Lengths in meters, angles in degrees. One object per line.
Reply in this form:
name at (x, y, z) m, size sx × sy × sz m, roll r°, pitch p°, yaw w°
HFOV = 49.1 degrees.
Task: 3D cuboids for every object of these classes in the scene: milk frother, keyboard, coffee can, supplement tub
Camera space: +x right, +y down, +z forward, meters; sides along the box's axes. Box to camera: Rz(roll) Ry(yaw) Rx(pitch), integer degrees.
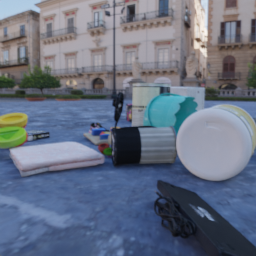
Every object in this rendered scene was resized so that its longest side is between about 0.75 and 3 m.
milk frother at (0.432, 0.030, 8.446) m, size 1.862 × 1.979 × 1.786 m, roll -2°, pitch 42°, yaw -9°
keyboard at (1.024, 1.570, 4.608) m, size 1.406 × 0.535 × 2.702 m, roll 22°, pitch 3°, yaw -12°
coffee can at (1.000, -0.765, 12.378) m, size 1.687 × 2.305 × 1.687 m, roll 1°, pitch 6°, yaw 0°
supplement tub at (2.598, 0.287, 7.879) m, size 1.841 × 1.841 × 2.549 m, roll 5°, pitch 10°, yaw 29°

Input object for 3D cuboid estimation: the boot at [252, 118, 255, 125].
boot at (6.166, -0.114, 14.741) m, size 2.506 × 0.909 × 2.278 m, roll 5°, pitch 10°, yaw -19°

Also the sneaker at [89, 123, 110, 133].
sneaker at (-1.478, 0.042, 13.976) m, size 1.390 × 0.600 × 0.558 m, roll 7°, pitch 12°, yaw 38°

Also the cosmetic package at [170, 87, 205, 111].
cosmetic package at (3.925, -1.808, 20.586) m, size 2.353 × 2.367 × 2.829 m, roll 7°, pitch 10°, yaw 38°

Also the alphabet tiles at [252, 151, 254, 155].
alphabet tiles at (3.598, 0.817, 9.923) m, size 1.430 × 0.107 × 1.462 m, roll -16°, pitch 18°, yaw -40°

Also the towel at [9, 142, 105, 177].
towel at (-2.309, 0.891, 8.803) m, size 2.425 × 0.409 × 2.539 m, roll -5°, pitch 10°, yaw -28°

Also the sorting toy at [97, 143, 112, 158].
sorting toy at (-0.684, 0.831, 9.680) m, size 0.529 × 0.361 × 0.880 m, roll -21°, pitch 30°, yaw -26°

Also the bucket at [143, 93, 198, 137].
bucket at (1.630, -0.265, 10.664) m, size 1.398 × 2.148 × 2.148 m, roll 10°, pitch 12°, yaw 35°

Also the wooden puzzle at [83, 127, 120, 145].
wooden puzzle at (-0.797, 0.308, 12.452) m, size 1.949 × 0.487 × 2.104 m, roll -3°, pitch 9°, yaw -25°

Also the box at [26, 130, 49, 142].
box at (-4.441, 0.351, 12.817) m, size 1.051 × 0.320 × 1.304 m, roll 7°, pitch 10°, yaw 31°

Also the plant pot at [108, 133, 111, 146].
plant pot at (-0.226, 0.497, 10.600) m, size 0.804 × 0.804 × 0.736 m, roll -7°, pitch 21°, yaw -40°

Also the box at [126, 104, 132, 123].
box at (0.721, -1.006, 19.180) m, size 1.355 × 1.176 × 2.217 m, roll -2°, pitch 9°, yaw -15°

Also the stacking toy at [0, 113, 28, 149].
stacking toy at (-4.845, 0.578, 9.931) m, size 2.824 × 1.193 × 2.556 m, roll -12°, pitch 27°, yaw -24°
